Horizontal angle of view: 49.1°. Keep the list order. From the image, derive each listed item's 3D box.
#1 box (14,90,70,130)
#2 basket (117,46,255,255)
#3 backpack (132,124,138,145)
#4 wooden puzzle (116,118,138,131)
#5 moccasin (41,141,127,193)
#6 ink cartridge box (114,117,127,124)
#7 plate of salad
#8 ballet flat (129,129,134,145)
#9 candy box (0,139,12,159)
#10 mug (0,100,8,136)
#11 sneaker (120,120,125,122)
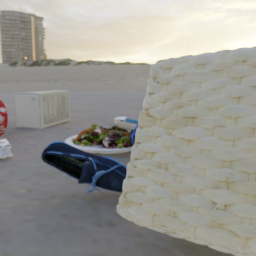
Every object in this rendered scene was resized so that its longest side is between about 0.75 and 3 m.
[{"bbox_3d":[-4.189,-0.984,13.968,1.422,1.669,2.610,4,11,19],"label":"box"},{"bbox_3d":[1.360,0.380,3.287,2.190,2.171,1.762,4,-16,38],"label":"basket"},{"bbox_3d":[0.827,0.380,5.697,1.292,1.590,1.334,-34,5,10],"label":"backpack"},{"bbox_3d":[0.561,-0.034,10.501,1.992,0.401,2.153,12,2,-1],"label":"wooden puzzle"},{"bbox_3d":[-0.824,0.880,5.459,1.872,0.753,0.638,17,17,6],"label":"moccasin"},{"bbox_3d":[-0.385,-0.361,14.365,0.516,0.297,0.881,2,10,13],"label":"ink cartridge box"},{"bbox_3d":[-0.687,0.286,9.620,2.927,0.703,2.927,0,9,0],"label":"plate of salad"},{"bbox_3d":[0.413,0.310,8.286,0.623,0.533,1.876,5,1,18],"label":"ballet flat"},{"bbox_3d":[-4.014,0.672,8.135,1.071,0.383,0.898,-11,14,-30],"label":"candy box"},{"bbox_3d":[-6.203,-0.343,9.858,2.613,1.964,2.944,8,10,30],"label":"mug"},{"bbox_3d":[-0.316,-0.223,13.644,0.402,0.286,0.810,-9,14,-39],"label":"sneaker"}]
